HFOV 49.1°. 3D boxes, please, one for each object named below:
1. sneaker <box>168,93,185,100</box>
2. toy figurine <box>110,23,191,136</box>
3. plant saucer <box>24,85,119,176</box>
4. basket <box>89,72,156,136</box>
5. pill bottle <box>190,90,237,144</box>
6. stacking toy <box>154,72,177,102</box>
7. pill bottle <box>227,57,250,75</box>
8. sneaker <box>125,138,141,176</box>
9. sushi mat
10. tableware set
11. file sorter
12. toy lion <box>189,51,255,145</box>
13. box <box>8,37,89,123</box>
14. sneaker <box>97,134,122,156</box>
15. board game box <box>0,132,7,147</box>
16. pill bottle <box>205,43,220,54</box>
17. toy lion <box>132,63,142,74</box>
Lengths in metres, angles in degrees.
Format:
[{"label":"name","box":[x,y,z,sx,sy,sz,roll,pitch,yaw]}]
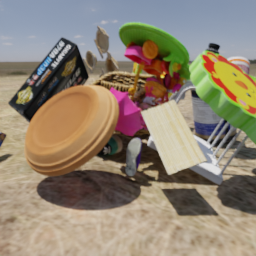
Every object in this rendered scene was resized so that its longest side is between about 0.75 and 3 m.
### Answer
[{"label":"sneaker","box":[1.990,-1.391,11.676,0.664,0.423,1.148,10,12,23]},{"label":"toy figurine","box":[0.435,-0.950,7.680,2.766,2.546,2.077,29,-9,-38]},{"label":"plant saucer","box":[-1.406,-0.101,6.396,2.500,0.468,2.500,-18,46,20]},{"label":"basket","box":[-0.498,-0.924,9.026,1.804,1.883,2.527,-2,15,-41]},{"label":"pill bottle","box":[3.031,-0.897,9.981,1.493,2.670,1.493,-9,16,3]},{"label":"stacking toy","box":[1.120,-1.359,9.988,2.163,1.187,1.255,-49,13,-34]},{"label":"pill bottle","box":[3.313,-1.415,8.696,0.792,1.388,0.792,11,-20,4]},{"label":"sneaker","box":[0.153,0.685,6.891,0.322,0.926,0.461,14,9,16]},{"label":"sushi mat","box":[0.903,0.141,5.848,0.804,0.102,1.682,-22,55,2]},{"label":"tableware set","box":[-1.041,-2.531,11.088,0.294,2.117,2.534,-20,-17,-29]},{"label":"file sorter","box":[1.980,-0.162,7.962,2.021,1.813,2.912,29,16,1]},{"label":"toy lion","box":[2.674,-0.483,6.086,2.779,0.995,2.899,5,49,-36]},{"label":"box","box":[-2.721,-1.420,10.230,0.688,2.989,2.376,30,-15,12]},{"label":"sneaker","box":[-1.220,0.374,9.210,2.168,0.774,0.866,15,21,42]},{"label":"board game box","box":[-4.091,0.325,8.442,0.277,0.899,0.898,1,39,13]},{"label":"pill bottle","box":[3.136,-2.676,10.702,0.567,1.014,0.567,17,6,-2]},{"label":"toy lion","box":[0.403,-2.414,10.784,0.540,1.572,1.506,13,5,-9]}]
